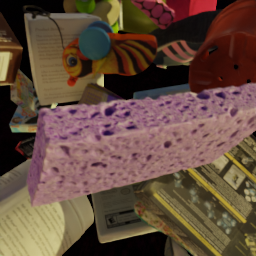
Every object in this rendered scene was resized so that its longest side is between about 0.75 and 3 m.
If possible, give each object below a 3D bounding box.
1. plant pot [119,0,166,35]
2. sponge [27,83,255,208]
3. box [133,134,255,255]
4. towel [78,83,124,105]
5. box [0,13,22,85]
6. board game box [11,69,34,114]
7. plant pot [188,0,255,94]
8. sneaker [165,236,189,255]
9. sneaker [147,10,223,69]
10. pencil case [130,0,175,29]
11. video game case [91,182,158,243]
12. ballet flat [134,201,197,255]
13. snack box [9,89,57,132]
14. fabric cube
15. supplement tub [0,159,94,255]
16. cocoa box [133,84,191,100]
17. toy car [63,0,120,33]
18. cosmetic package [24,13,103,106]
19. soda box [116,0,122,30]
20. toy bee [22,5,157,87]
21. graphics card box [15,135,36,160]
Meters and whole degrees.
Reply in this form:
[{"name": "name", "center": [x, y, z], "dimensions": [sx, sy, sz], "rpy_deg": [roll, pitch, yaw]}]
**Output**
[{"name": "plant pot", "center": [0.692, -5.680, 13.090], "dimensions": [2.856, 2.967, 2.967], "rpy_deg": [22, 45, 6]}, {"name": "sponge", "center": [0.310, 0.192, 3.297], "dimensions": [2.806, 1.565, 0.419], "rpy_deg": [-9, 63, -27]}, {"name": "box", "center": [1.938, 1.327, 5.237], "dimensions": [2.916, 0.716, 2.351], "rpy_deg": [43, 69, 1]}, {"name": "towel", "center": [-0.547, -0.014, 5.435], "dimensions": [0.225, 1.418, 1.975], "rpy_deg": [20, 10, -43]}, {"name": "box", "center": [-2.822, -1.739, 4.655], "dimensions": [1.167, 0.873, 2.330], "rpy_deg": [-13, 60, -41]}, {"name": "board game box", "center": [-2.585, -0.920, 6.841], "dimensions": [0.170, 0.668, 0.994], "rpy_deg": [-22, 58, 8]}, {"name": "plant pot", "center": [2.064, -1.157, 4.961], "dimensions": [1.977, 1.977, 1.923], "rpy_deg": [21, 37, 21]}, {"name": "sneaker", "center": [1.080, 2.666, 5.452], "dimensions": [0.519, 0.444, 1.193], "rpy_deg": [-3, 48, -21]}, {"name": "sneaker", "center": [1.752, -2.281, 7.638], "dimensions": [2.969, 1.218, 1.041], "rpy_deg": [5, 69, 46]}, {"name": "pencil case", "center": [0.662, -3.113, 7.163], "dimensions": [1.297, 0.607, 0.588], "rpy_deg": [24, 39, -41]}, {"name": "video game case", "center": [0.498, 1.290, 6.969], "dimensions": [2.872, 0.316, 2.618], "rpy_deg": [-9, 43, -10]}, {"name": "ballet flat", "center": [1.014, 1.916, 5.627], "dimensions": [1.871, 0.598, 0.708], "rpy_deg": [33, 24, 3]}, {"name": "snack box", "center": [-2.961, -0.607, 9.048], "dimensions": [1.104, 0.353, 1.901], "rpy_deg": [0, 42, 0]}, {"name": "fabric cube", "center": [2.115, -4.295, 9.437], "dimensions": [1.261, 1.281, 1.285], "rpy_deg": [-31, 57, -15]}, {"name": "supplement tub", "center": [-2.264, 1.982, 5.031], "dimensions": [1.898, 1.898, 2.878], "rpy_deg": [32, 51, 30]}, {"name": "cocoa box", "center": [1.463, -0.018, 6.984], "dimensions": [2.431, 1.595, 1.621], "rpy_deg": [-11, 43, -13]}, {"name": "toy car", "center": [-1.286, -3.623, 8.225], "dimensions": [1.442, 1.501, 1.828], "rpy_deg": [-38, 68, -18]}, {"name": "cosmetic package", "center": [-1.522, -1.703, 6.654], "dimensions": [1.529, 1.828, 1.520], "rpy_deg": [-9, 27, -19]}, {"name": "soda box", "center": [-0.506, -4.394, 10.387], "dimensions": [0.488, 1.431, 0.454], "rpy_deg": [-2, 1, 9]}, {"name": "toy bee", "center": [-0.720, -1.445, 5.604], "dimensions": [2.468, 1.341, 1.615], "rpy_deg": [24, 33, 15]}, {"name": "graphics card box", "center": [-1.921, 0.436, 5.968], "dimensions": [0.880, 0.552, 0.224], "rpy_deg": [-20, 34, 36]}]
